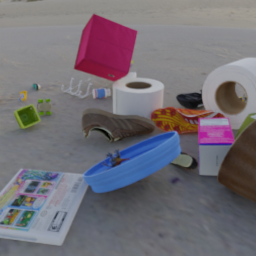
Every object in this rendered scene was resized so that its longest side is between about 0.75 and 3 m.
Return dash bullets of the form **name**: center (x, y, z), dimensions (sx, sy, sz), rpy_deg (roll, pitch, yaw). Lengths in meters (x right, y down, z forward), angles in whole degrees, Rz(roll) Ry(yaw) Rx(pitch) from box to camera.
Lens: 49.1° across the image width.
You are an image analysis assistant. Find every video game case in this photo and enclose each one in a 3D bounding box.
- **video game case**: center (-2.394, 1.953, 7.447), dimensions (2.209, 0.288, 2.427), rpy_deg (4, 27, 8)

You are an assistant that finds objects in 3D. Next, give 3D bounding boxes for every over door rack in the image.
- **over door rack**: center (-2.391, -2.376, 15.764), dimensions (1.651, 0.744, 2.235), rpy_deg (22, 34, 36)

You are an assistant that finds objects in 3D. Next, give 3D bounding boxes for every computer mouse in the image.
- **computer mouse**: center (3.694, -1.201, 13.612), dimensions (2.760, 0.635, 1.938), rpy_deg (-17, 33, -42)

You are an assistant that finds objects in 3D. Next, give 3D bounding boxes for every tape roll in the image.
- **tape roll**: center (0.430, -1.182, 12.398), dimensions (2.238, 1.537, 2.238), rpy_deg (0, 26, 0)
- **tape roll**: center (4.704, -1.455, 11.674), dimensions (1.833, 2.669, 2.669), rpy_deg (-22, 34, -39)

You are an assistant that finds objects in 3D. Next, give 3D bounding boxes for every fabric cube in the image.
- **fabric cube**: center (-1.024, -3.335, 12.136), dimensions (1.986, 1.993, 1.955), rpy_deg (14, -7, -22)

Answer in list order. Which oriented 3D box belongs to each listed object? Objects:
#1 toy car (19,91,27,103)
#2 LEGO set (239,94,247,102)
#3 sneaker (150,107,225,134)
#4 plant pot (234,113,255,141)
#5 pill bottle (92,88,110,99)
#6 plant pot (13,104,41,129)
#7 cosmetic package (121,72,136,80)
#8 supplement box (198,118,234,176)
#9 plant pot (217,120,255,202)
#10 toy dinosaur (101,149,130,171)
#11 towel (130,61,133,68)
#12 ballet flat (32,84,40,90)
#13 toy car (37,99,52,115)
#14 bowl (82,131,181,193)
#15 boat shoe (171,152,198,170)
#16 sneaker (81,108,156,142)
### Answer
- **toy car**: center (-6.255, -1.612, 14.016), dimensions (2.146, 1.053, 0.714), rpy_deg (-11, 59, -7)
- **LEGO set**: center (6.033, -1.346, 13.470), dimensions (1.535, 0.889, 1.180), rpy_deg (8, 27, 17)
- **sneaker**: center (2.408, -0.264, 11.465), dimensions (2.985, 1.089, 1.151), rpy_deg (6, 3, 7)
- **plant pot**: center (4.232, 0.328, 9.356), dimensions (1.413, 1.510, 1.413), rpy_deg (0, 26, 0)
- **pill bottle**: center (-1.414, -1.852, 14.953), dimensions (0.902, 0.506, 0.506), rpy_deg (-7, 27, -15)
- **plant pot**: center (-4.228, -0.446, 11.595), dimensions (0.810, 0.806, 0.735), rpy_deg (-28, 11, -32)
- **cosmetic package**: center (0.032, -2.339, 15.264), dimensions (0.737, 1.012, 1.991), rpy_deg (0, 22, 8)
- **supplement box**: center (2.876, 0.544, 9.264), dimensions (1.104, 1.081, 2.135), rpy_deg (0, 24, 16)
- **plant pot**: center (3.964, 1.239, 7.124), dimensions (2.226, 2.226, 2.382), rpy_deg (-20, 43, -36)
- **toy dinosaur**: center (-0.426, 1.073, 8.119), dimensions (0.548, 0.946, 1.043), rpy_deg (-32, 45, -27)
- **towel**: center (-0.835, -3.507, 15.992), dimensions (2.030, 0.322, 2.827), rpy_deg (1, 22, 11)
- **ballet flat**: center (-5.328, -2.419, 16.342), dimensions (0.320, 0.318, 0.936), rpy_deg (-5, 26, -30)
- **toy car**: center (-4.014, -0.991, 13.007), dimensions (0.685, 0.713, 0.868), rpy_deg (-8, 12, -41)
- **bowl**: center (0.141, 0.929, 7.728), dimensions (2.840, 0.557, 2.840), rpy_deg (-25, 2, 1)
- **boat shoe**: center (1.703, 1.017, 9.227), dimensions (0.431, 0.503, 1.376), rpy_deg (30, -4, -32)
- **sneaker**: center (-0.358, 0.086, 10.687), dimensions (2.920, 1.103, 1.028), rpy_deg (9, -21, -16)
